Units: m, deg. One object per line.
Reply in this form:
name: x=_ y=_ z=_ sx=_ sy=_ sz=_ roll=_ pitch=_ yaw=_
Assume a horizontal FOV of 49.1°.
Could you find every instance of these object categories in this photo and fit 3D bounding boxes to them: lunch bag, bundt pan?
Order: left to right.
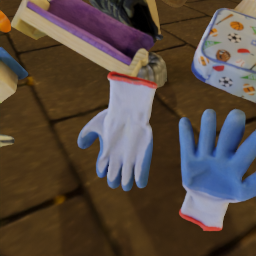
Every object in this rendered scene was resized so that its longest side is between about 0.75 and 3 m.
bundt pan: x=0.450 y=-2.253 z=10.448 sx=2.090 sy=0.784 sz=2.090 roll=-1 pitch=40 yaw=1
lunch bag: x=2.432 y=-1.380 z=5.385 sx=2.127 sy=0.804 sz=1.705 roll=24 pitch=62 yaw=8

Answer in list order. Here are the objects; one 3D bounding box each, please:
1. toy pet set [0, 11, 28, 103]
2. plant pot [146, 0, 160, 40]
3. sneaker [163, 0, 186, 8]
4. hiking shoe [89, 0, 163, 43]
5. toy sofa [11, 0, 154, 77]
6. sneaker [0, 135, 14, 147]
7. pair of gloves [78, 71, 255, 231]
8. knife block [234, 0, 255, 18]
toy pet set: x=-3.435 y=-1.766 z=6.312 sx=2.523 sy=2.355 sz=1.340 roll=-32 pitch=40 yaw=11
plant pot: x=-0.068 y=-3.923 z=9.648 sx=1.859 sy=1.646 sz=1.857 roll=17 pitch=28 yaw=33
sneaker: x=0.832 y=-4.174 z=7.536 sx=1.995 sy=0.699 sz=1.082 roll=41 pitch=28 yaw=-18
hiking shoe: x=-0.093 y=-3.550 z=7.823 sx=1.114 sy=2.941 sz=1.480 roll=-49 pitch=15 yaw=-12
toy sofa: x=-0.828 y=-1.946 z=5.788 sx=2.686 sy=1.311 sz=1.112 roll=30 pitch=8 yaw=2
sneaker: x=-2.505 y=0.367 z=4.836 sx=1.042 sy=0.444 sz=0.401 roll=-10 pitch=4 yaw=-31
pair of gloves: x=0.502 y=0.427 z=3.986 sx=2.807 sy=2.256 sz=0.320 roll=20 pitch=41 yaw=15
knife block: x=3.440 y=-3.067 z=7.408 sx=0.926 sy=2.542 sz=2.895 roll=-9 pitch=30 yaw=-23
